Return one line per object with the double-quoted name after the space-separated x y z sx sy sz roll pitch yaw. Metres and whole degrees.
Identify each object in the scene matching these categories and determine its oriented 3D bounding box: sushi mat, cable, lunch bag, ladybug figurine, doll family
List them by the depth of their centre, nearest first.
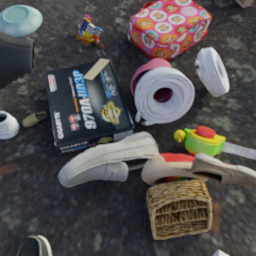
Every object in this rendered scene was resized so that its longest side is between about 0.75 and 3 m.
1.276 1.137 7.525 1.919 1.302 0.690 9 57 -18 "ladybug figurine"
1.054 -0.929 8.328 1.728 1.727 0.598 -1 31 -5 "cable"
-1.033 -1.899 9.062 0.461 0.058 0.964 18 63 43 "sushi mat"
2.783 -1.842 9.158 0.561 1.622 1.622 -19 34 31 "cable"
1.449 -4.005 10.791 2.846 1.166 2.507 -35 65 -20 "lunch bag"
-1.658 -3.727 10.867 0.624 0.859 1.384 -10 52 -44 "doll family"

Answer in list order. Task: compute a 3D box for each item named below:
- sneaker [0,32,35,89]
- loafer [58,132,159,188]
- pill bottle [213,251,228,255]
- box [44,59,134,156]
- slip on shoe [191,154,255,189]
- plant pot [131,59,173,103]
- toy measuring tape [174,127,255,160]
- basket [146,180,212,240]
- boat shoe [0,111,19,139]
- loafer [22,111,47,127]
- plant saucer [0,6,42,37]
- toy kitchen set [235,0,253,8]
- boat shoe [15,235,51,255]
-3.601 -1.474 8.148 1.554 2.925 1.094 8 56 -19 "sneaker"
-0.389 0.984 7.598 2.968 1.038 1.036 -20 64 -27 "loafer"
2.696 3.594 6.239 1.803 0.988 0.988 27 62 15 "pill bottle"
-1.323 -0.784 9.068 2.381 0.689 2.995 -13 59 -7 "box"
2.246 1.102 6.439 1.613 0.613 0.489 22 59 15 "slip on shoe"
0.919 -1.590 9.229 1.463 1.463 1.309 12 38 7 "plant pot"
2.628 0.605 8.074 2.706 0.995 0.995 17 60 9 "toy measuring tape"
1.309 2.060 7.104 1.563 1.116 1.165 -6 58 -4 "basket"
-4.833 -0.242 8.646 2.724 0.890 1.002 -2 58 -1 "boat shoe"
-2.997 -0.305 8.965 0.851 0.287 0.323 -31 94 -16 "loafer"
-4.598 -4.563 11.617 1.950 0.375 1.950 0 59 0 "plant saucer"
3.992 -6.326 11.809 2.288 1.867 2.064 -18 60 -11 "toy kitchen set"
-2.415 3.777 6.021 1.055 0.994 2.939 -3 53 16 "boat shoe"
